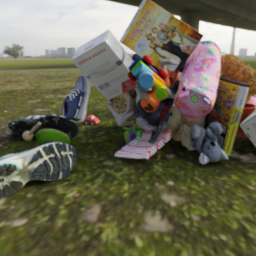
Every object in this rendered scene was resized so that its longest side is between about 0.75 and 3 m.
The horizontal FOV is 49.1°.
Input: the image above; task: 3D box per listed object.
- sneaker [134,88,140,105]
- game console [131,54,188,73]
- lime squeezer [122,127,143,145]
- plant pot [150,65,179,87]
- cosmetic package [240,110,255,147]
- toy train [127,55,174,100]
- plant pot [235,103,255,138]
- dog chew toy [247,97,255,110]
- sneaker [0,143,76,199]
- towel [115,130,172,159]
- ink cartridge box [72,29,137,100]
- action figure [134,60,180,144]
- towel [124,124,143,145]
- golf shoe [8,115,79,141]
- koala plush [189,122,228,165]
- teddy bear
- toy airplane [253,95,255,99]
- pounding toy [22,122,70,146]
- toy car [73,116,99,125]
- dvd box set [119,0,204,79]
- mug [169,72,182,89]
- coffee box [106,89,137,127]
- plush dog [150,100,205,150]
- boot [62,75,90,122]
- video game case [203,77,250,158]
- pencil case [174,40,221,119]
[{"bbox_3d":[0.641,-1.433,10.238,0.798,1.821,0.689,-15,-5,22],"label":"sneaker"},{"bbox_3d":[1.259,-2.693,11.128,2.252,0.271,1.328,6,41,4],"label":"game console"},{"bbox_3d":[0.262,0.172,9.300,0.500,0.267,1.415,-1,22,-20],"label":"lime squeezer"},{"bbox_3d":[1.189,-2.022,9.983,1.280,1.280,1.132,12,-1,37],"label":"plant pot"},{"bbox_3d":[4.927,-0.084,9.330,1.084,1.536,2.967,-40,-10,36],"label":"cosmetic package"},{"bbox_3d":[0.870,-1.104,7.734,1.844,0.781,1.067,34,22,-27],"label":"toy train"},{"bbox_3d":[4.314,-0.306,11.062,1.272,1.237,1.272,0,16,0],"label":"plant pot"},{"bbox_3d":[5.118,-0.808,12.534,2.496,1.554,1.554,16,22,27],"label":"dog chew toy"},{"bbox_3d":[-2.624,0.905,7.309,2.622,1.018,1.132,-13,18,-40],"label":"sneaker"},{"bbox_3d":[0.516,0.515,9.131,1.284,0.263,1.755,-3,21,39],"label":"towel"},{"bbox_3d":[-0.645,-1.998,9.124,1.402,1.910,0.792,-20,41,29],"label":"ink cartridge box"},{"bbox_3d":[0.846,-1.034,9.064,1.418,2.622,2.710,21,53,11],"label":"action figure"},{"bbox_3d":[0.201,0.191,10.029,0.840,0.603,0.096,-36,41,-28],"label":"towel"},{"bbox_3d":[-3.138,-0.120,10.803,2.696,1.048,1.274,3,16,6],"label":"golf shoe"},{"bbox_3d":[2.475,0.591,8.557,1.016,1.053,1.146,-10,47,-11],"label":"koala plush"},{"bbox_3d":[3.914,-1.809,10.249,0.890,1.934,2.667,-17,41,0],"label":"teddy bear"},{"bbox_3d":[6.784,-1.072,13.193,2.029,1.432,2.020,-7,-27,10],"label":"toy airplane"},{"bbox_3d":[-2.623,0.526,9.070,1.100,0.661,1.425,-24,-41,38],"label":"pounding toy"},{"bbox_3d":[-2.399,-0.401,12.936,1.626,0.385,1.728,-13,20,-38],"label":"toy car"},{"bbox_3d":[1.012,-2.813,8.856,2.198,1.608,0.323,37,19,7],"label":"dvd box set"},{"bbox_3d":[1.676,-1.951,12.226,1.690,1.272,2.057,16,-11,-39],"label":"mug"},{"bbox_3d":[0.337,-1.260,11.507,0.953,1.350,2.388,-11,-21,-49],"label":"coffee box"},{"bbox_3d":[1.788,-0.291,10.364,1.997,2.325,1.866,11,-16,5],"label":"plush dog"},{"bbox_3d":[-1.703,-1.011,9.093,0.581,1.598,0.722,0,-7,40],"label":"boot"},{"bbox_3d":[3.210,-0.535,9.791,0.333,2.357,2.609,8,15,-5],"label":"video game case"},{"bbox_3d":[2.218,-1.584,8.788,1.199,1.199,2.743,6,51,22],"label":"pencil case"}]
